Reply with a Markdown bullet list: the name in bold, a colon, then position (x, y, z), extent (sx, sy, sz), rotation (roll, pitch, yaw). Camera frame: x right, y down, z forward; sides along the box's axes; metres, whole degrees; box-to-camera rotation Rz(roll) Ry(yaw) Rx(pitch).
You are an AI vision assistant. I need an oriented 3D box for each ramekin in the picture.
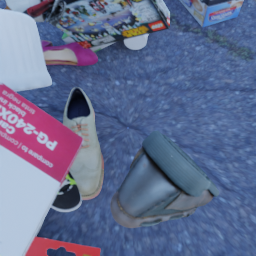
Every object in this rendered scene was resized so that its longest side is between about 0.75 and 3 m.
- **ramekin**: position (-2.807, -1.290, 5.041), extent (2.636, 2.636, 1.285), rotation (-6, 103, -3)

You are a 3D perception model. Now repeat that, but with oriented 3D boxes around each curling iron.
- **curling iron**: position (-1.959, -2.342, 5.818), extent (2.141, 0.274, 0.531), rotation (14, 87, 44)

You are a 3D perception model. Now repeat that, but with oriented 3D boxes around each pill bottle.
- **pill bottle**: position (0.256, -3.331, 9.036), extent (0.907, 0.907, 1.585), rotation (2, 58, 1)

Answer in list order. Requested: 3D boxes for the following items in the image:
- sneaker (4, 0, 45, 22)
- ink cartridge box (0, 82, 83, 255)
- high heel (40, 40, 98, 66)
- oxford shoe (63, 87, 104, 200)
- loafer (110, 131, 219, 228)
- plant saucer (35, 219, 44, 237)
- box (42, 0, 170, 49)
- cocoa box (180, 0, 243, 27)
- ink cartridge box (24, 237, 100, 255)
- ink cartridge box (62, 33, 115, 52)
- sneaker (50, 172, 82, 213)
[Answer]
- **sneaker**: position (-2.560, -3.718, 5.893), extent (1.240, 2.929, 1.066), rotation (0, 38, -4)
- **ink cartridge box**: position (-1.784, 1.150, 2.653), extent (1.120, 1.952, 2.687), rotation (38, 46, -17)
- **high heel**: position (-2.062, -2.062, 8.291), extent (2.277, 0.767, 1.092), rotation (20, 52, 17)
- **oxford shoe**: position (-1.197, 0.292, 6.748), extent (0.996, 1.038, 2.813), rotation (-11, 59, -7)
- **loafer**: position (0.545, 0.766, 3.814), extent (0.918, 2.917, 1.048), rotation (-45, 67, 4)
- **plant saucer**: position (-3.101, 1.820, 6.184), extent (2.690, 0.431, 2.690), rotation (0, 58, 0)
- **box**: position (-0.458, -2.557, 6.252), extent (2.387, 1.634, 0.476), rotation (-5, 75, 28)
- **cocoa box**: position (2.772, -4.888, 9.654), extent (1.497, 1.473, 2.245), rotation (-20, 61, -12)
- **ink cartridge box**: position (-1.445, 3.139, 5.101), extent (1.584, 0.493, 1.968), rotation (8, 75, 5)
- **ink cartridge box**: position (-0.885, -3.524, 8.695), extent (1.673, 0.964, 2.292), rotation (-14, 50, 37)
- **sneaker**: position (-1.225, 0.637, 4.295), extent (0.567, 0.655, 1.582), rotation (-37, 96, -31)
